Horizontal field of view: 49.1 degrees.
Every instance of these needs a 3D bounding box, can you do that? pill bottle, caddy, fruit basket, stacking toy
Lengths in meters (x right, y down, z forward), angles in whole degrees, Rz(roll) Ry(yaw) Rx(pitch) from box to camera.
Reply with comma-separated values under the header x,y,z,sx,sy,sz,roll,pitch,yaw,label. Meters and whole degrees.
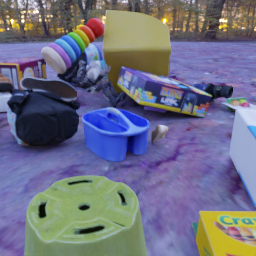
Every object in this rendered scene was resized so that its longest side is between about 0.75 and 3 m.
x,y,z,sx,sy,sz,roll,pitch,yaw,label
-0.868,-2.385,11.907,1.728,0.958,0.958,-5,21,-11,pill bottle
-0.333,0.014,6.918,1.355,1.006,1.917,-13,24,-33,caddy
3.934,-0.743,9.766,0.927,0.469,1.000,-7,28,-18,fruit basket
-1.858,-3.098,10.087,1.068,1.068,2.501,23,62,45,stacking toy

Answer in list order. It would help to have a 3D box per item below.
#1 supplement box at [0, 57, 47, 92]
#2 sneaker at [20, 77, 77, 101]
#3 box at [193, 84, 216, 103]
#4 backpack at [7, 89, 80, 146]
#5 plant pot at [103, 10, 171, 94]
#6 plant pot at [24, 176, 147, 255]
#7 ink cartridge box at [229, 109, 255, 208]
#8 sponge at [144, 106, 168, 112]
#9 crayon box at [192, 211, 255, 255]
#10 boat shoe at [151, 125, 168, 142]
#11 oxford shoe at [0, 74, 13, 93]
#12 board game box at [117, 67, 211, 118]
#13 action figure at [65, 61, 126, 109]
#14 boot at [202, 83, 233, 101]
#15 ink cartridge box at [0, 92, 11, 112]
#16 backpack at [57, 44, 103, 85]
x,y,z,sx,sy,sz,roll,pitch,yaw,label
-4.848,-2.483,13.050,1.024,1.320,2.392,5,22,12,supplement box
-3.079,-1.438,11.107,2.149,0.782,0.910,14,-23,-7,sneaker
2.994,-1.392,11.094,1.060,0.642,0.172,16,2,39,box
-2.405,-0.299,7.307,1.726,1.309,2.068,-1,19,-36,backpack
0.443,-3.208,11.793,2.609,2.550,2.534,-2,57,4,plant pot
-0.383,1.339,2.704,1.587,1.507,1.587,1,21,0,plant pot
3.594,0.514,5.236,2.786,1.196,2.040,4,24,6,ink cartridge box
1.050,-0.723,10.111,0.826,0.123,0.461,13,24,30,sponge
1.644,1.653,3.189,1.448,0.579,2.281,0,20,0,crayon box
0.795,0.163,7.103,0.288,0.307,0.832,2,-19,-11,boat shoe
-4.725,-1.673,10.301,0.769,0.769,2.157,-1,0,-32,oxford shoe
1.134,-1.368,10.014,2.410,0.827,2.916,11,16,-21,board game box
-1.210,-1.790,10.160,2.527,1.289,1.502,36,23,5,action figure
3.189,-1.159,10.231,0.952,0.479,1.274,19,60,32,boot
-4.663,-0.925,9.991,1.325,0.567,0.978,-5,19,-8,ink cartridge box
-2.230,-3.199,13.819,1.722,2.144,2.343,-18,30,-42,backpack
